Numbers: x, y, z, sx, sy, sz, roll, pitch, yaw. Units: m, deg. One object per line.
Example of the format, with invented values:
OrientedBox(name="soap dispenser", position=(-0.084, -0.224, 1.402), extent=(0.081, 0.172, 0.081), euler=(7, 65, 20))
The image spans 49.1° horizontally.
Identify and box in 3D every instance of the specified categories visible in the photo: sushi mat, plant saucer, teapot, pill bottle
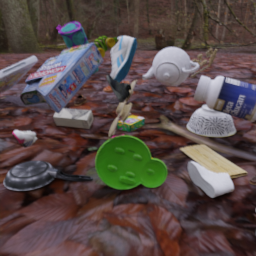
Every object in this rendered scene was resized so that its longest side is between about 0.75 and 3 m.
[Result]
OrientedBox(name="sushi mat", position=(2.919, 1.156, 9.892), extent=(1.159, 0.147, 2.423), euler=(-8, 22, -20))
OrientedBox(name="plant saucer", position=(-0.507, -1.787, 12.365), extent=(1.176, 0.190, 1.176), euler=(-17, 20, 6))
OrientedBox(name="teapot", position=(1.600, -2.176, 10.497), extent=(1.553, 1.574, 1.149), euler=(33, 41, -4))
OrientedBox(name="pill bottle", position=(3.909, -1.223, 10.966), extent=(2.450, 1.361, 1.361), euler=(19, 25, 13))

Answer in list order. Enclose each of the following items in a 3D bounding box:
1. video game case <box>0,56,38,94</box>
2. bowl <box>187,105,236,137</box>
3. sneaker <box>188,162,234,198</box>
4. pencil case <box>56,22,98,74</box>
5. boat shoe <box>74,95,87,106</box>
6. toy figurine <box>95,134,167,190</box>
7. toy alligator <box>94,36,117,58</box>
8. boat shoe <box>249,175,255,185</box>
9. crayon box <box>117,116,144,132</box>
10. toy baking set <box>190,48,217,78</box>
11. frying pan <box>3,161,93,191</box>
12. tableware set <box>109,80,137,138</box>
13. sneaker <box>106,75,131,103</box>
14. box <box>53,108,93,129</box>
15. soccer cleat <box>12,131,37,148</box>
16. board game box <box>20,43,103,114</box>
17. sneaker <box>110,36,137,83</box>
OrientedBox(name="video game case", position=(-3.397, -1.203, 7.527), extent=(1.724, 0.197, 1.569), euler=(-26, 15, 40))
OrientedBox(name="bowl", position=(3.853, -0.450, 12.889), extent=(2.219, 1.041, 2.219), euler=(0, 22, 0))
OrientedBox(name="sneaker", position=(2.510, 1.507, 8.511), extent=(0.869, 0.554, 1.503), euler=(-6, 31, -21))
OrientedBox(name="pencil case", position=(-1.921, -2.998, 10.926), extent=(0.990, 2.143, 0.912), euler=(13, 54, 26))
OrientedBox(name="boat shoe", position=(-2.900, -1.771, 17.146), extent=(0.501, 0.501, 1.424), euler=(2, 20, 9))
OrientedBox(name="toy figurine", position=(0.035, 0.923, 9.120), extent=(2.199, 1.651, 2.024), euler=(20, 9, -9))
OrientedBox(name="toy alligator", position=(-1.596, -3.481, 12.923), extent=(0.951, 0.689, 2.869), euler=(18, 61, 49))
OrientedBox(name="boat shoe", position=(4.138, 1.526, 8.714), extent=(0.862, 0.303, 0.304), euler=(-11, 25, -24))
OrientedBox(name="crayon box", position=(0.146, -0.212, 13.197), extent=(0.739, 0.362, 1.244), euler=(14, 25, 32))
OrientedBox(name="toy baking set", position=(3.075, -2.719, 11.672), extent=(1.167, 1.521, 0.177), euler=(-19, 63, -10))
OrientedBox(name="frying pan", position=(-2.633, 1.529, 8.651), extent=(2.679, 0.436, 1.621), euler=(7, 22, 27))
OrientedBox(name="tableware set", position=(-0.136, -0.511, 7.893), extent=(0.187, 1.346, 1.611), euler=(24, 50, -12))
OrientedBox(name="sneaker", position=(-0.220, -1.095, 7.251), extent=(0.477, 0.833, 0.319), euler=(-34, -19, 1))
OrientedBox(name="box", position=(-2.576, -0.464, 13.252), extent=(1.733, 0.593, 0.712), euler=(5, 47, 14))
OrientedBox(name="soccer cleat", position=(-2.519, 0.198, 6.866), extent=(0.431, 0.349, 0.999), euler=(-38, -8, -14))
OrientedBox(name="board game box", position=(-2.205, -1.408, 8.359), extent=(2.305, 0.711, 2.303), euler=(-4, 45, 29))
OrientedBox(name="sneaker", position=(-0.270, -2.156, 8.956), extent=(0.651, 1.613, 0.617), euler=(18, -9, 19))
